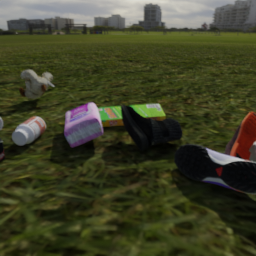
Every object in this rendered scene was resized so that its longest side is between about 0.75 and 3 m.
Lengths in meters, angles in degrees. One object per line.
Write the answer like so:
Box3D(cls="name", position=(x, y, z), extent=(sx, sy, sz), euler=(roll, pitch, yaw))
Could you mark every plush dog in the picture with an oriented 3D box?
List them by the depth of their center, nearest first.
Box3D(cls="plush dog", position=(-4.493, -1.917, 13.677), extent=(1.617, 1.389, 1.297), euler=(-2, 58, -46))

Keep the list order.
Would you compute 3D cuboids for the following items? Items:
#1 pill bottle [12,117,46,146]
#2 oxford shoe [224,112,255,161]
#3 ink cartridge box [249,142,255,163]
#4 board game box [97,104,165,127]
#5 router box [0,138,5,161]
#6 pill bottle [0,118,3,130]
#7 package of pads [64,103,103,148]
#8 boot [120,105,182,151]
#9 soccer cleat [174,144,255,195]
Box3D(cls="pill bottle", position=(-3.313, 0.120, 9.337), extent=(0.671, 0.671, 1.196), euler=(4, 22, 11))
Box3D(cls="oxford shoe", position=(3.133, 0.317, 7.867), extent=(1.899, 0.676, 0.689), euler=(-53, 11, -26))
Box3D(cls="ink cartridge box", position=(4.230, 0.782, 7.766), extent=(1.376, 0.589, 1.015), euler=(-3, 21, -6))
Box3D(cls="board game box", position=(0.013, -0.517, 11.159), extent=(2.725, 0.408, 1.302), euler=(-2, 26, -4))
Box3D(cls="router box", position=(-4.753, 0.400, 8.355), extent=(1.559, 0.646, 2.081), euler=(-13, 32, -32))
Box3D(cls="pill bottle", position=(-5.171, -0.206, 10.129), extent=(1.146, 0.686, 0.686), euler=(14, 25, 30))
Box3D(cls="package of pads", position=(-1.526, -0.162, 9.586), extent=(1.182, 0.742, 1.961), euler=(-21, 23, -2))
Box3D(cls="boot", position=(0.716, -0.157, 9.298), extent=(1.496, 0.753, 2.001), euler=(-19, 53, -18))
Box3D(cls="soccer cleat", position=(2.323, 1.053, 7.020), extent=(0.965, 0.899, 2.636), euler=(22, -6, -41))
